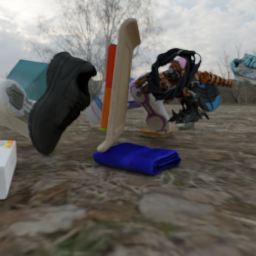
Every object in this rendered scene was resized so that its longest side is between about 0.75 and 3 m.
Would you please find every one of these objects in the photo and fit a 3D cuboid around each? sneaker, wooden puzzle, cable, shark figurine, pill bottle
[{"bbox_3d":[3.849,-1.866,8.694,0.786,0.874,2.024,-40,15,-8],"label":"sneaker"},{"bbox_3d":[0.940,-0.819,9.424,0.876,2.339,1.165,-5,37,38],"label":"sneaker"},{"bbox_3d":[-0.245,-0.995,6.999,0.536,2.881,2.665,12,7,4],"label":"wooden puzzle"},{"bbox_3d":[1.074,-1.425,7.362,1.316,1.614,0.410,32,0,36],"label":"cable"},{"bbox_3d":[2.627,-1.546,11.149,1.054,1.180,2.880,-1,48,-23],"label":"sneaker"},{"bbox_3d":[3.064,-0.230,13.075,0.601,1.440,0.860,54,9,35],"label":"shark figurine"},{"bbox_3d":[-3.466,-0.404,8.513,1.434,1.124,2.886,-5,-31,13],"label":"sneaker"},{"bbox_3d":[0.148,-1.440,11.524,2.193,1.313,1.313,-12,13,-40],"label":"pill bottle"},{"bbox_3d":[-1.683,-0.575,7.322,1.270,2.798,1.062,19,3,19],"label":"sneaker"}]

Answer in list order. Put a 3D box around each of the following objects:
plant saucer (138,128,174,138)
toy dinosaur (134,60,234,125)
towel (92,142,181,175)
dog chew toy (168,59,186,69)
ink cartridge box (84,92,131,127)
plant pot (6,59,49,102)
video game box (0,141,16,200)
[{"bbox_3d":[1.117,0.193,11.140,1.419,0.251,1.419,0,7,0],"label":"plant saucer"},{"bbox_3d":[1.632,-1.093,8.151,2.774,1.883,1.417,-5,3,20],"label":"toy dinosaur"},{"bbox_3d":[0.193,0.649,6.439,1.711,0.424,1.264,5,7,37],"label":"towel"},{"bbox_3d":[1.898,-2.103,10.035,0.835,0.835,1.341,3,22,21],"label":"dog chew toy"},{"bbox_3d":[-0.695,-0.730,9.133,1.041,0.610,1.441,-34,-3,-32],"label":"ink cartridge box"},{"bbox_3d":[-3.647,-1.473,10.058,1.172,1.173,1.660,10,44,8],"label":"plant pot"},{"bbox_3d":[-3.373,0.727,5.063,2.400,0.617,2.634,0,6,-19],"label":"video game box"}]
